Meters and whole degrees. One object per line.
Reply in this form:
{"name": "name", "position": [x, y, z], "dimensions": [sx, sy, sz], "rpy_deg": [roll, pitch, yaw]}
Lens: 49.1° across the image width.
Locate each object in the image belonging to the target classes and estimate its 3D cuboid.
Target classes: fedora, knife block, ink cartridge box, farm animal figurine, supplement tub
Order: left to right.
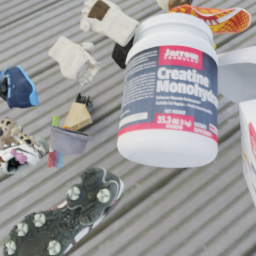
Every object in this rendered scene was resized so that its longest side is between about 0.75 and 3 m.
{"name": "farm animal figurine", "position": [-2.240, 0.211, 5.258], "dimensions": [1.031, 0.537, 1.019], "rpy_deg": [-25, 55, 6]}
{"name": "fedora", "position": [-1.316, 0.291, 6.053], "dimensions": [0.968, 1.095, 0.494], "rpy_deg": [16, 90, 40]}
{"name": "knife block", "position": [-1.744, -0.563, 9.398], "dimensions": [1.296, 0.415, 1.138], "rpy_deg": [-27, 67, -12]}
{"name": "supplement tub", "position": [0.913, -0.719, 6.213], "dimensions": [2.071, 2.071, 2.952], "rpy_deg": [5, 73, 2]}
{"name": "ink cartridge box", "position": [2.862, 0.656, 5.557], "dimensions": [0.903, 2.108, 1.556], "rpy_deg": [-10, 36, 12]}

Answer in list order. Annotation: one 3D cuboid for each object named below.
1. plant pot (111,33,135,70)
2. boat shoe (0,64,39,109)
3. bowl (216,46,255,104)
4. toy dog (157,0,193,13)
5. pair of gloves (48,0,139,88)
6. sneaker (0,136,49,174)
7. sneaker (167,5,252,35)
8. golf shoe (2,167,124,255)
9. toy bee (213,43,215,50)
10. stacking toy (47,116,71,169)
{"name": "plant pot", "position": [-0.003, -2.253, 8.462], "dimensions": [0.757, 0.854, 0.852], "rpy_deg": [-24, 67, -32]}
{"name": "boat shoe", "position": [-2.488, -0.914, 5.957], "dimensions": [0.664, 0.814, 1.934], "rpy_deg": [-20, 25, -25]}
{"name": "bowl", "position": [3.046, -1.349, 7.122], "dimensions": [1.955, 1.952, 0.730], "rpy_deg": [28, 78, -27]}
{"name": "toy dog", "position": [1.131, -4.798, 8.431], "dimensions": [2.717, 2.802, 1.955], "rpy_deg": [-38, 32, 10]}
{"name": "pair of gloves", "position": [-0.926, -2.058, 6.508], "dimensions": [2.045, 0.359, 1.739], "rpy_deg": [-46, 59, 9]}
{"name": "sneaker", "position": [-2.865, 0.694, 6.541], "dimensions": [1.892, 0.701, 0.837], "rpy_deg": [-9, 38, 19]}
{"name": "sneaker", "position": [1.860, -2.495, 6.655], "dimensions": [1.979, 0.722, 0.763], "rpy_deg": [14, 21, 20]}
{"name": "golf shoe", "position": [-1.157, 1.903, 5.458], "dimensions": [2.708, 1.193, 1.045], "rpy_deg": [-37, 66, 4]}
{"name": "toy bee", "position": [2.484, -3.349, 10.333], "dimensions": [1.362, 1.131, 2.080], "rpy_deg": [0, 65, 1]}
{"name": "stacking toy", "position": [-1.626, 0.340, 6.813], "dimensions": [0.515, 1.104, 1.219], "rpy_deg": [7, 62, -15]}
